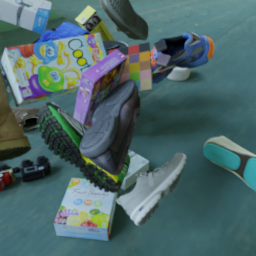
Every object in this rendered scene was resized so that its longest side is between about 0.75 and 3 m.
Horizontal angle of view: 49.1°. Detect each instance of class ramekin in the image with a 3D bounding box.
[{"bbox_3d":[2.346,-2.769,13.422,1.386,0.646,1.386,0,35,0],"label":"ramekin"}]

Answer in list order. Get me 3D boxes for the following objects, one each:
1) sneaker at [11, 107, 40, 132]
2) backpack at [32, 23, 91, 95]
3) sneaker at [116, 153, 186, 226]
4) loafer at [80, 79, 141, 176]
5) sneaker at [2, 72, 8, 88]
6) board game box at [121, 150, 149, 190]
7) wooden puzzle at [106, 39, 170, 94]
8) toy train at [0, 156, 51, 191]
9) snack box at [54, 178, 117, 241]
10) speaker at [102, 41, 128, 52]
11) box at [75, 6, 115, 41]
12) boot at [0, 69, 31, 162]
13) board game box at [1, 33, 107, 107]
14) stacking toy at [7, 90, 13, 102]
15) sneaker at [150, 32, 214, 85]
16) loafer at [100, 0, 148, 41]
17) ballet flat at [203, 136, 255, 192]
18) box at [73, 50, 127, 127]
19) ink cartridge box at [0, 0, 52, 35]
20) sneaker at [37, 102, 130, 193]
[{"bbox_3d":[-3.865,-0.265,9.651,2.117,0.746,0.800,-8,36,-10],"label":"sneaker"},{"bbox_3d":[-2.078,-2.417,8.954,1.607,1.557,1.916,32,69,11],"label":"backpack"},{"bbox_3d":[0.492,0.973,5.257,0.694,0.633,1.694,34,55,23],"label":"sneaker"},{"bbox_3d":[-0.157,-0.067,4.024,0.648,0.568,1.803,-23,26,28],"label":"loafer"},{"bbox_3d":[-4.116,-1.648,9.258,0.695,0.577,1.454,-31,30,-18],"label":"sneaker"},{"bbox_3d":[-0.239,1.039,8.011,1.359,0.437,1.003,29,43,34],"label":"board game box"},{"bbox_3d":[-0.067,-1.437,7.104,2.321,0.163,1.377,-7,67,16],"label":"wooden puzzle"},{"bbox_3d":[-3.544,1.403,7.466,2.952,0.504,0.676,-13,48,-19],"label":"toy train"},{"bbox_3d":[-0.950,1.889,6.707,1.216,0.488,1.442,3,33,5],"label":"snack box"},{"bbox_3d":[-0.570,-1.239,9.098,1.206,2.970,1.206,-1,35,0],"label":"speaker"},{"bbox_3d":[-1.073,-3.334,9.733,0.664,1.764,0.442,-46,62,0],"label":"box"},{"bbox_3d":[-3.249,-0.608,4.994,2.454,0.927,2.803,-7,67,-58],"label":"boot"},{"bbox_3d":[-1.503,-1.230,5.994,1.973,1.016,1.035,-20,6,-28],"label":"board game box"},{"bbox_3d":[-3.421,-0.975,6.350,2.775,2.092,0.652,26,8,-23],"label":"stacking toy"},{"bbox_3d":[1.023,-2.160,8.431,2.885,1.087,1.132,-19,-22,36],"label":"sneaker"},{"bbox_3d":[-0.223,-3.776,9.837,0.927,1.000,2.660,0,-14,31],"label":"loafer"},{"bbox_3d":[3.339,1.012,7.724,0.944,0.944,2.718,-22,40,-28],"label":"ballet flat"},{"bbox_3d":[-0.492,-0.557,4.597,0.248,1.269,0.868,36,51,10],"label":"box"},{"bbox_3d":[-3.688,-4.145,9.816,1.749,0.751,1.281,16,42,-22],"label":"ink cartridge box"},{"bbox_3d":[-0.646,0.225,4.157,0.637,1.634,0.696,-27,23,46],"label":"sneaker"}]
